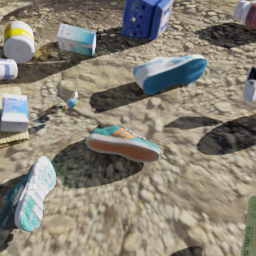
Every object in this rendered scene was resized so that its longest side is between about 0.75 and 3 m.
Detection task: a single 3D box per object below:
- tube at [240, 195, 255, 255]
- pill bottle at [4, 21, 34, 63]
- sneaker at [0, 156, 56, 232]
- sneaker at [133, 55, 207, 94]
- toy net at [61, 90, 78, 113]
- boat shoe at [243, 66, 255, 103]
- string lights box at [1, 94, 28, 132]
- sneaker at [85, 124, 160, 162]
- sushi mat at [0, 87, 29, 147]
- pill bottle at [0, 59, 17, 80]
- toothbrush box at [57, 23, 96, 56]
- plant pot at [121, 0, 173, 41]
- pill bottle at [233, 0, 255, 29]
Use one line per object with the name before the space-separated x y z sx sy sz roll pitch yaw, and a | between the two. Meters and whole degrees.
tube | 2.483 2.111 5.340 0.449 0.502 1.730 29 51 -2
pill bottle | -4.612 -3.723 11.839 1.161 1.161 2.126 -11 44 -12
sneaker | -2.399 1.466 6.551 0.965 0.821 2.116 -15 30 14
sneaker | 1.582 -2.181 10.246 2.870 1.098 1.159 -17 46 -19
toy net | -1.827 -0.850 9.126 0.234 0.636 1.212 36 21 -15
boat shoe | 3.919 -1.407 8.960 0.431 0.383 1.171 3 78 20
string lights box | -3.492 -0.483 8.608 0.729 0.418 1.419 3 37 -24
sneaker | -0.085 0.319 7.780 2.097 0.748 0.838 12 49 15
sushi mat | -4.066 -0.412 8.991 1.390 0.176 2.905 -14 45 -16
pill bottle | -4.469 -1.975 9.453 0.685 0.685 1.233 30 25 29
toothbrush box | -2.026 -3.486 11.152 1.405 1.028 0.599 13 77 -6
plant pot | 0.942 -5.323 13.081 1.766 1.964 1.964 22 47 12
pill bottle | 6.393 -5.478 13.722 1.191 1.191 2.174 -34 52 -31
